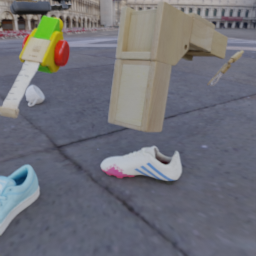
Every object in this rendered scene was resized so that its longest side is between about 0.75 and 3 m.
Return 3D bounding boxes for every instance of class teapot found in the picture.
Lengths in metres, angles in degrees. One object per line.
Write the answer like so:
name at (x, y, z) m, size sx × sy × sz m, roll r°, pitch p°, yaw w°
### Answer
teapot at (-4.518, -1.488, 13.310) m, size 0.718 × 0.970 × 0.983 m, roll -35°, pitch -2°, yaw 6°

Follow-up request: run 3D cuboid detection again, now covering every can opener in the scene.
can opener at (-3.191, -4.647, 10.391) m, size 2.327 × 0.778 × 0.621 m, roll -18°, pitch 10°, yaw -37°

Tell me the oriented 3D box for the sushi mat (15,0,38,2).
sushi mat at (-3.100, -4.077, 8.792) m, size 0.652 × 0.082 × 1.363 m, roll -1°, pitch 31°, yaw -9°

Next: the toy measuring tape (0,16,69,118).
toy measuring tape at (-2.066, -1.347, 6.469) m, size 1.094 × 1.094 × 2.974 m, roll 6°, pitch 63°, yaw 14°

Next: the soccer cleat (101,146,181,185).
soccer cleat at (0.327, 0.858, 7.419) m, size 2.174 × 0.939 × 0.760 m, roll 5°, pitch 23°, yaw 13°

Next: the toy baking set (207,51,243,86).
toy baking set at (3.003, -1.789, 8.624) m, size 0.172 × 1.136 × 1.480 m, roll 43°, pitch 51°, yaw 12°

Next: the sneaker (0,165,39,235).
sneaker at (-2.767, 1.521, 5.850) m, size 0.843 × 0.934 × 2.280 m, roll 6°, pitch 23°, yaw 16°

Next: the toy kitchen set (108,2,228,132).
toy kitchen set at (0.623, -1.360, 6.970) m, size 2.283 × 2.524 × 2.798 m, roll 14°, pitch 10°, yaw 42°

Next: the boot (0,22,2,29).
boot at (-3.818, -2.572, 7.273) m, size 0.363 × 0.936 × 0.648 m, roll 45°, pitch 1°, yaw 0°
